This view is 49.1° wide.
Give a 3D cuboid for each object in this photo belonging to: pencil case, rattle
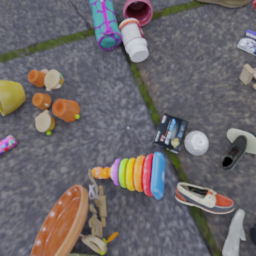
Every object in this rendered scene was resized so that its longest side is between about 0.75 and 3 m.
[{"bbox_3d":[-4.341,0.660,9.639,0.981,0.434,0.434,-36,72,-15],"label":"pencil case"},{"bbox_3d":[-1.028,3.250,8.525,1.140,0.743,0.815,16,59,29],"label":"rattle"},{"bbox_3d":[-0.957,-4.404,11.406,1.026,1.115,2.412,-11,68,-5],"label":"pencil case"}]

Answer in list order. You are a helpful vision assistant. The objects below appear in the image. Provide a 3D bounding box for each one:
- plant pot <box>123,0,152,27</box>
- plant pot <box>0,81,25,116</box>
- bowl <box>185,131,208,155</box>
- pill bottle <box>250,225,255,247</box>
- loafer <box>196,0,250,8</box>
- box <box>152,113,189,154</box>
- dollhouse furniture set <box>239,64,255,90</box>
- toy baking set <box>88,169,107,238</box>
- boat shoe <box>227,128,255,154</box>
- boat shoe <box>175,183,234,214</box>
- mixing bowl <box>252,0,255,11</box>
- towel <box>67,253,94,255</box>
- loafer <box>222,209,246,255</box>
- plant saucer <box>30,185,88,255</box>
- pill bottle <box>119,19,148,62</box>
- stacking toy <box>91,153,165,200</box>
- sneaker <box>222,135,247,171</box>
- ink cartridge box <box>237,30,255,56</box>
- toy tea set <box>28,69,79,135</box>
[{"bbox_3d":[0.379,-5.047,11.727,1.195,1.195,1.069,-3,52,-1],"label":"plant pot"},{"bbox_3d":[-4.245,-1.166,10.074,0.896,1.262,1.262,-21,67,-29],"label":"plant pot"},{"bbox_3d":[2.422,0.494,9.626,0.861,0.404,0.861,2,77,-7],"label":"bowl"},{"bbox_3d":[4.503,3.195,8.327,1.511,0.845,0.845,-1,67,-1],"label":"pill bottle"},{"bbox_3d":[4.149,-5.895,12.169,2.535,0.855,0.964,4,67,2],"label":"loafer"},{"bbox_3d":[1.496,0.185,9.876,0.962,0.278,1.210,20,72,6],"label":"box"},{"bbox_3d":[5.179,-2.129,10.615,1.546,0.684,0.801,-23,60,-10],"label":"dollhouse furniture set"},{"bbox_3d":[-0.889,2.242,8.260,0.233,1.535,2.000,-5,78,5],"label":"toy baking set"},{"bbox_3d":[4.396,0.490,9.687,1.943,0.698,0.657,23,35,16],"label":"boat shoe"},{"bbox_3d":[2.395,2.159,8.744,1.832,0.573,0.652,12,33,14],"label":"boat shoe"},{"bbox_3d":[6.592,-5.737,11.955,2.146,1.162,2.146,0,67,1],"label":"mixing bowl"},{"bbox_3d":[-1.477,4.540,7.975,2.490,0.454,1.848,7,66,3],"label":"towel"},{"bbox_3d":[3.280,3.217,8.425,0.521,0.522,1.493,17,80,22],"label":"loafer"},{"bbox_3d":[-1.864,2.803,7.781,0.408,2.528,2.528,36,68,-19],"label":"plant saucer"},{"bbox_3d":[0.236,-3.463,11.137,0.869,0.869,1.587,-15,68,-6],"label":"pill bottle"},{"bbox_3d":[-0.056,1.474,9.013,2.405,1.396,1.320,1,66,15],"label":"stacking toy"},{"bbox_3d":[3.516,0.805,9.188,0.497,0.705,1.328,27,90,26],"label":"sneaker"},{"bbox_3d":[5.221,-3.516,11.507,1.095,0.240,1.105,30,69,13],"label":"ink cartridge box"},{"bbox_3d":[-2.706,-1.113,10.299,1.604,0.998,2.697,-26,70,21],"label":"toy tea set"}]
